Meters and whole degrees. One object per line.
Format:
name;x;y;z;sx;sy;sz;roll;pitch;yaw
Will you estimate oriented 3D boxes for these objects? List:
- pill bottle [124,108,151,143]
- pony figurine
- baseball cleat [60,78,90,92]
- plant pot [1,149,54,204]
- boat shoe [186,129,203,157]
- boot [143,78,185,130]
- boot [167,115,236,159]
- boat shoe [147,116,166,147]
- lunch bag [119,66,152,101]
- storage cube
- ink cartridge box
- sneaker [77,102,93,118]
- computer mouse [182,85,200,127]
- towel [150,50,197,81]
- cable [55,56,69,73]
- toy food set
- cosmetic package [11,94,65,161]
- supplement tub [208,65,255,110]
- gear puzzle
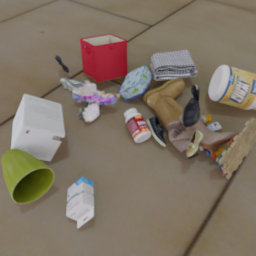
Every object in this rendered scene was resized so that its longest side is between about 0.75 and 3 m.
pill bottle;0.326;-0.108;10.761;0.698;0.698;1.236;-19;66;-18
pony figurine;-1.487;-1.262;11.631;1.789;1.543;1.853;-26;33;-37
baseball cleat;-2.317;-1.962;12.900;1.594;0.556;0.849;31;56;15
plant pot;-3.245;1.326;8.610;1.360;1.360;1.454;-33;55;-28
boat shoe;2.132;0.506;9.241;0.322;0.377;1.027;42;57;-14
boot;2.082;-0.846;11.688;2.174;0.821;2.483;-28;52;-12
boot;2.525;0.090;10.001;2.164;0.760;1.582;-23;64;0
boat shoe;1.161;0.103;10.785;0.447;0.535;1.435;-36;49;17
lunch bag;0.319;-1.984;12.495;1.299;0.666;1.616;-19;35;36
storage cube;-1.103;-3.288;13.067;1.885;1.695;1.611;-18;35;-27
ink cartridge box;-1.444;2.215;8.429;0.768;0.442;1.326;-42;31;19
sneaker;-1.824;-0.823;11.878;0.535;0.400;1.192;-5;40;9
computer mouse;2.220;-0.626;9.370;0.429;1.126;1.627;4;37;27
towel;2.085;-2.929;13.029;1.994;0.853;1.651;-6;34;0
cable;-3.160;-2.973;13.456;0.258;0.830;1.017;-36;61;-10
toy food set;3.002;0.400;10.336;0.817;0.867;1.815;-17;58;-15
cosmetic package;-3.176;0.002;9.825;1.406;1.408;1.706;16;35;-30
supplement tub;4.586;-1.618;11.587;2.093;1.514;1.514;14;46;-4
gear puzzle;3.896;0.363;9.493;2.722;1.410;0.356;-49;44;-9
